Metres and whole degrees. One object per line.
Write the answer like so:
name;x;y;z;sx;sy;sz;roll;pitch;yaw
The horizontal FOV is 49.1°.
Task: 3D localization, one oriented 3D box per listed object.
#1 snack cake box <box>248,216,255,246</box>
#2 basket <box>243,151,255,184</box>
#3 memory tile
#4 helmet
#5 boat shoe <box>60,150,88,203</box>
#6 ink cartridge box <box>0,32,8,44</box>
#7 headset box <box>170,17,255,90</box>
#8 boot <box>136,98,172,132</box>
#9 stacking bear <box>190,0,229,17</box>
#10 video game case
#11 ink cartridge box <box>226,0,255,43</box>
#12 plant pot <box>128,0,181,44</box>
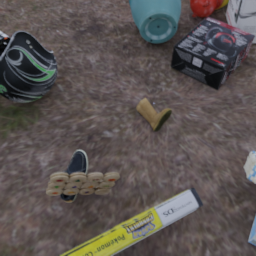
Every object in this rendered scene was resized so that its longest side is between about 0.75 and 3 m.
snack cake box;3.519;2.032;6.440;0.969;0.566;1.685;24;55;19
basket;3.391;1.061;6.555;1.154;0.803;1.018;24;19;5
memory tile;-1.012;1.266;6.213;1.504;1.153;0.126;3;57;-23
helmet;-3.185;-1.768;8.562;2.052;1.956;2.052;-21;51;28
boat shoe;-1.344;1.182;6.884;0.493;0.411;1.322;15;80;14
ink cartridge box;-5.065;-3.050;10.397;1.561;0.653;1.126;34;59;24
headset box;3.070;-2.792;9.984;1.949;0.984;2.623;32;58;22
boot;0.731;-0.524;8.311;0.339;0.899;1.026;1;45;-44
stacking bear;3.705;-5.895;12.129;1.624;1.734;2.856;47;67;-13
video game case;-0.208;1.961;5.047;2.387;2.642;0.337;-21;72;-20
ink cartridge box;4.686;-4.992;10.482;1.219;2.942;2.159;1;51;5
plant pot;1.083;-4.389;10.701;2.082;2.082;1.956;-1;59;-1
